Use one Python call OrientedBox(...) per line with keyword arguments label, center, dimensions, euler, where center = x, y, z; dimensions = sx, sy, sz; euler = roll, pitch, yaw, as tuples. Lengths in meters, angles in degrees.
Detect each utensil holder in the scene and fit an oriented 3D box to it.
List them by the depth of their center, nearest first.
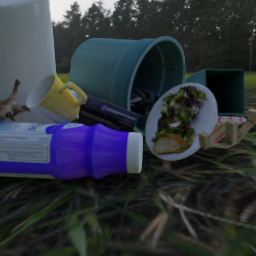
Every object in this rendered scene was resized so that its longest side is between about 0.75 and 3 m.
OrientedBox(label="utensil holder", center=(-2.881, -1.527, 6.219), dimensions=(2.548, 2.998, 2.548), euler=(5, 40, -4))

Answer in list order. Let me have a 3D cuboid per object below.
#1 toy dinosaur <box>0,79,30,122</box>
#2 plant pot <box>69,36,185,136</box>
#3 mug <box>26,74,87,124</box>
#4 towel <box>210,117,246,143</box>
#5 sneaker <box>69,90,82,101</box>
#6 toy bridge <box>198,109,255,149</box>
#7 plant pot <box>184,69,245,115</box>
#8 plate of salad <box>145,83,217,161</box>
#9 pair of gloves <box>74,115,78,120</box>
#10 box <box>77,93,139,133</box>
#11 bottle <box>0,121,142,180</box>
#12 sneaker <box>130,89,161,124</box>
OrientedBox(label="toy dinosaur", center=(-2.166, -0.320, 4.887), dimensions=(0.818, 0.518, 1.208), euler=(-44, 9, -33))
OrientedBox(label="plant pot", center=(-0.144, -1.423, 8.128), dimensions=(2.596, 2.650, 2.650), euler=(21, 22, 35))
OrientedBox(label="mug", center=(-1.217, -0.421, 4.909), dimensions=(0.914, 0.732, 0.750), euler=(20, -18, 51))
OrientedBox(label="towel", center=(1.862, 0.102, 6.222), dimensions=(1.378, 0.206, 1.009), euler=(-1, -31, -34))
OrientedBox(label="sneaker", center=(-1.724, -0.892, 7.698), dimensions=(0.461, 0.404, 1.150), euler=(9, -3, -41))
OrientedBox(label="toy bridge", center=(1.885, 0.087, 5.125), dimensions=(1.414, 0.475, 0.192), euler=(-22, 28, -23))
OrientedBox(label="plant pot", center=(3.380, -1.458, 11.974), dimensions=(1.779, 1.780, 2.518), euler=(-3, 5, -17))
OrientedBox(label="plate of salad", center=(0.968, -0.183, 5.698), dimensions=(0.412, 1.716, 1.716), euler=(29, -10, -39))
OrientedBox(label="pair of gloves", center=(-2.301, -0.663, 10.025), dimensions=(1.143, 0.236, 1.344), euler=(32, 6, 0))
OrientedBox(label="box", center=(-0.501, -0.127, 6.045), dimensions=(1.156, 0.292, 1.617), euler=(21, -21, -5))
OrientedBox(label="bottle", center=(-1.149, 0.364, 4.638), dimensions=(2.744, 0.896, 1.146), euler=(1, 7, 8))
OrientedBox(label="sneaker", center=(0.747, -0.408, 7.558), dimensions=(2.549, 0.904, 1.056), euler=(20, 14, 13))
